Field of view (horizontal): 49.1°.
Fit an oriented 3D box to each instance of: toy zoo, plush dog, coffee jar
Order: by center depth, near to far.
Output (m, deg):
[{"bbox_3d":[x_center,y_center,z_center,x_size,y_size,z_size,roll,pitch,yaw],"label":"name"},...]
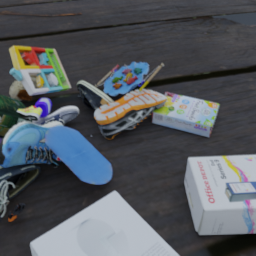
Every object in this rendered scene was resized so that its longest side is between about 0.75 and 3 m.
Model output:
[{"bbox_3d":[-3.972,-0.442,7.582,1.354,2.596,1.107,43,98,26],"label":"coffee jar"},{"bbox_3d":[-3.040,-1.970,9.597,0.254,1.627,2.480,-22,2,25],"label":"toy zoo"},{"bbox_3d":[-3.823,-1.623,10.505,1.696,1.361,1.457,10,59,52],"label":"plush dog"}]

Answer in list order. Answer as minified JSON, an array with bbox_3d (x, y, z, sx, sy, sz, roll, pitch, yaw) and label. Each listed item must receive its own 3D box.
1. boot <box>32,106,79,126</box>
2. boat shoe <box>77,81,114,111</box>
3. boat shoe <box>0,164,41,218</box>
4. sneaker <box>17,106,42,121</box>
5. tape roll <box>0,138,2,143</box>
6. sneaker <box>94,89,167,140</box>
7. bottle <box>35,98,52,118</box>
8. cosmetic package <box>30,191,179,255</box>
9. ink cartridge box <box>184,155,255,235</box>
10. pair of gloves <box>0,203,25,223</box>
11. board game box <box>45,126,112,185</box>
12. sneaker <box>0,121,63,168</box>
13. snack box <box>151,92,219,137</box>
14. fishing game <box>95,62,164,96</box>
[{"bbox_3d":[-2.380,-0.090,9.340,1.713,0.623,0.774,-23,53,-7],"label":"boot"},{"bbox_3d":[-1.367,-1.117,10.262,0.736,0.882,2.365,-54,42,0],"label":"boat shoe"},{"bbox_3d":[-3.206,1.587,6.947,0.796,0.964,2.574,17,24,15],"label":"boat shoe"},{"bbox_3d":[-2.622,-0.415,7.509,0.845,0.330,0.382,10,59,30],"label":"sneaker"},{"bbox_3d":[-3.970,0.209,9.102,1.058,0.449,1.058,-1,40,1],"label":"tape roll"},{"bbox_3d":[0.128,-0.500,9.405,2.665,1.029,1.043,-22,37,-20],"label":"sneaker"},{"bbox_3d":[-2.862,-0.738,9.540,0.424,0.543,1.299,-3,16,-7],"label":"bottle"},{"bbox_3d":[-0.415,2.708,5.396,2.040,1.258,2.047,-25,47,-34],"label":"cosmetic package"},{"bbox_3d":[2.742,1.604,6.921,2.385,1.043,1.733,-3,36,0],"label":"ink cartridge box"},{"bbox_3d":[-2.849,2.092,6.475,0.117,0.843,0.946,49,39,17],"label":"pair of gloves"},{"bbox_3d":[-1.412,0.839,7.606,2.128,0.414,1.681,43,19,9],"label":"board game box"},{"bbox_3d":[-2.310,0.517,7.691,1.266,1.104,2.816,34,21,16],"label":"sneaker"},{"bbox_3d":[2.025,-0.520,9.882,2.032,0.538,1.445,16,43,18],"label":"snack box"},{"bbox_3d":[-0.159,-1.948,10.626,2.030,0.441,2.836,-47,35,-18],"label":"fishing game"}]
